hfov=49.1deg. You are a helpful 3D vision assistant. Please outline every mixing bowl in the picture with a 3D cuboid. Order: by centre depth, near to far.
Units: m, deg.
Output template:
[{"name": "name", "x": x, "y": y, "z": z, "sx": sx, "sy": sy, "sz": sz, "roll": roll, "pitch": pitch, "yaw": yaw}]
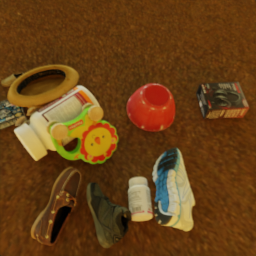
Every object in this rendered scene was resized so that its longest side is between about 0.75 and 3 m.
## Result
[{"name": "mixing bowl", "x": 0.987, "y": -0.976, "z": 10.867, "sx": 1.989, "sy": 1.077, "sz": 1.989, "roll": 4, "pitch": 61, "yaw": -7}]

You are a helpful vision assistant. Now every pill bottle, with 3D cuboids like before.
[{"name": "pill bottle", "x": 0.369, "y": 2.306, "z": 9.101, "sx": 0.721, "sy": 0.721, "sz": 1.272, "roll": -3, "pitch": 57, "yaw": -2}, {"name": "pill bottle", "x": -2.501, "y": -0.175, "z": 10.207, "sx": 2.875, "sy": 1.575, "sz": 1.575, "roll": -37, "pitch": 64, "yaw": -21}]

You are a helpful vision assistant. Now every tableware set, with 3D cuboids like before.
[{"name": "tableware set", "x": -3.590, "y": -0.388, "z": 10.093, "sx": 0.130, "sy": 1.123, "sz": 0.938, "roll": 40, "pitch": 86, "yaw": 2}]

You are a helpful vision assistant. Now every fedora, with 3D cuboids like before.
[{"name": "fedora", "x": -3.245, "y": -1.411, "z": 11.107, "sx": 2.828, "sy": 1.153, "sz": 2.828, "roll": -6, "pitch": 42, "yaw": 5}]

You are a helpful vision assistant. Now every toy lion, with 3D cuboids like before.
[{"name": "toy lion", "x": -1.423, "y": 0.386, "z": 9.642, "sx": 2.188, "sy": 2.097, "sz": 0.751, "roll": -29, "pitch": 26, "yaw": -25}]

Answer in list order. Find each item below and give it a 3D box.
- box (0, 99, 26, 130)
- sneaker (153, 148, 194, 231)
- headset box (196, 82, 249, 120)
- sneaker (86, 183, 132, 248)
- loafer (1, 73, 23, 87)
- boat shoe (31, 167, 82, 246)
[{"name": "box", "x": -4.938, "y": -0.558, "z": 11.201, "sx": 1.431, "sy": 0.329, "sz": 1.138, "roll": -23, "pitch": 60, "yaw": -14}, {"name": "sneaker", "x": 1.596, "y": 2.006, "z": 9.265, "sx": 1.298, "sy": 1.123, "sz": 2.996, "roll": 34, "pitch": 41, "yaw": -24}, {"name": "headset box", "x": 3.853, "y": -1.109, "z": 11.316, "sx": 1.846, "sy": 0.713, "sz": 1.374, "roll": -3, "pitch": 57, "yaw": -4}, {"name": "sneaker", "x": -0.561, "y": 2.478, "z": 8.705, "sx": 1.188, "sy": 0.793, "sz": 2.075, "roll": -33, "pitch": 53, "yaw": 10}, {"name": "loafer", "x": -4.995, "y": -2.147, "z": 12.211, "sx": 1.116, "sy": 0.376, "sz": 0.424, "roll": -23, "pitch": 60, "yaw": -14}, {"name": "boat shoe", "x": -2.046, "y": 2.433, "z": 8.818, "sx": 0.871, "sy": 0.872, "sz": 2.477, "roll": 2, "pitch": 59, "yaw": 40}]
